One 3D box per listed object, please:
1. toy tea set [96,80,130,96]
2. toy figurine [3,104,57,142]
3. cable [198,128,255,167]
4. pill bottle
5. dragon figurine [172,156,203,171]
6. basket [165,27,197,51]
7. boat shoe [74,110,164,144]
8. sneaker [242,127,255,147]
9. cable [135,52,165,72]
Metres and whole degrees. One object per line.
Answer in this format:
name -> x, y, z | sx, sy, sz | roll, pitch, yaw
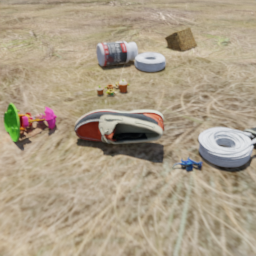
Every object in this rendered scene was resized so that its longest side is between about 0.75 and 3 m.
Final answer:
toy tea set -> -0.688, -1.838, 12.392 | 1.482, 0.549, 0.881 | -23, 39, -32
toy figurine -> -3.314, -0.254, 9.744 | 1.542, 1.258, 1.675 | -8, 6, -38
cable -> 2.979, 0.562, 8.645 | 1.586, 0.549, 1.586 | 24, 41, 33
pill bottle -> -0.605, -4.094, 15.333 | 2.062, 1.195, 1.195 | -12, 34, -18
dragon figurine -> 1.735, 1.069, 8.110 | 0.873, 0.257, 0.434 | -12, 34, -21
basket -> 3.370, -5.567, 18.231 | 1.797, 1.338, 1.282 | -30, 10, -38
boat shoe -> -0.348, 0.057, 8.775 | 2.961, 1.054, 0.926 | -3, 37, 11
sneaker -> 4.583, 0.360, 8.842 | 0.919, 0.647, 1.730 | -22, 37, -27
cable -> 1.196, -3.536, 15.027 | 1.653, 0.572, 1.653 | -17, 36, -25
